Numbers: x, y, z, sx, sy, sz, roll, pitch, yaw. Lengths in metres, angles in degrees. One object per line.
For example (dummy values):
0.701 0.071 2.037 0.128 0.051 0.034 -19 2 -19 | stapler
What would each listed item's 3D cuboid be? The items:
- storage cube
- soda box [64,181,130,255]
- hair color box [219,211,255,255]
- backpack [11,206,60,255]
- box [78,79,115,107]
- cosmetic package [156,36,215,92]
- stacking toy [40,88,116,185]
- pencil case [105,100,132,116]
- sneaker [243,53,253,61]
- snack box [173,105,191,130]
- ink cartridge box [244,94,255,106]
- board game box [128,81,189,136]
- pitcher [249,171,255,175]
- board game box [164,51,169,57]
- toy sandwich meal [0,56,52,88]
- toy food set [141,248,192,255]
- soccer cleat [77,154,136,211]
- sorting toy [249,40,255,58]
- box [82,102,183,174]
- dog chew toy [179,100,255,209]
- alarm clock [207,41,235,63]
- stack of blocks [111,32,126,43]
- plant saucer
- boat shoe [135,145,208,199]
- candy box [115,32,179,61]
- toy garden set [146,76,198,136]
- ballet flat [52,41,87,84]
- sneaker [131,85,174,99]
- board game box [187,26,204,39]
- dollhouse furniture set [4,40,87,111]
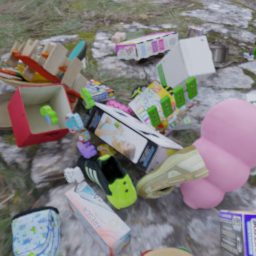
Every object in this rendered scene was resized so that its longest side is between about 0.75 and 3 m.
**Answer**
-2.518 -0.319 8.043 1.333 1.402 1.560 -12 79 -38 | storage cube
-0.729 2.072 6.470 0.616 0.572 1.801 -29 47 -30 | soda box
3.313 2.059 5.330 2.727 1.491 0.884 0 75 2 | hair color box
-1.956 2.346 5.933 1.076 1.014 1.318 -11 52 -10 | backpack
-1.457 -1.382 10.685 1.215 0.354 1.774 -19 31 -26 | box
1.962 -2.134 10.081 1.025 2.417 1.300 -12 84 -14 | cosmetic package
-1.297 0.200 7.445 0.514 2.186 1.649 -14 14 36 | stacking toy
-0.347 -0.671 10.045 0.952 0.432 0.446 25 15 28 | pencil case
5.910 -3.553 13.715 0.283 0.331 0.751 -11 39 -11 | sneaker
1.635 -0.421 9.748 0.832 0.310 1.170 -3 43 -3 | snack box
4.038 -0.303 9.077 0.598 1.036 1.418 9 38 11 | ink cartridge box
0.975 -0.624 9.452 1.303 0.332 1.939 -42 46 5 | board game box
3.181 0.798 7.710 0.893 0.631 1.041 1 60 37 | pitcher
2.151 -3.314 13.124 1.024 0.694 0.177 -15 40 -17 | board game box
-3.748 -2.317 11.161 2.837 0.972 2.837 9 22 -4 | toy sandwich meal
0.802 3.074 5.242 1.741 0.428 1.758 28 51 30 | toy food set
-0.617 1.045 7.120 0.870 1.045 2.578 -22 28 -26 | soccer cleat
6.346 -3.988 13.948 1.239 0.744 0.509 -43 52 -18 | sorting toy
0.107 0.262 7.969 2.668 0.802 1.556 33 12 35 | box
2.243 0.722 6.774 1.731 1.731 2.780 36 95 36 | dog chew toy
3.279 -3.282 12.118 2.673 0.890 1.803 -19 28 -39 | alarm clock
-0.530 -5.022 15.601 0.526 0.268 0.914 13 40 16 | stack of blocks
-4.073 -0.639 10.056 2.335 0.344 2.335 0 38 0 | plant saucer
0.915 1.226 6.411 0.845 2.317 0.729 -14 66 -39 | boat shoe
0.919 -3.939 13.432 2.581 0.787 1.760 -25 25 -28 | candy box
1.284 -0.595 8.136 1.648 1.374 0.329 -36 52 -8 | toy garden set
-2.130 -2.357 10.778 2.084 0.713 0.709 -54 37 -11 | ballet flat
0.932 -1.156 10.540 1.856 0.709 0.700 10 72 35 | sneaker
3.734 -5.228 15.560 0.804 0.641 0.389 29 48 32 | board game box
-2.508 -1.637 9.048 2.434 2.408 1.254 16 76 40 | dollhouse furniture set
